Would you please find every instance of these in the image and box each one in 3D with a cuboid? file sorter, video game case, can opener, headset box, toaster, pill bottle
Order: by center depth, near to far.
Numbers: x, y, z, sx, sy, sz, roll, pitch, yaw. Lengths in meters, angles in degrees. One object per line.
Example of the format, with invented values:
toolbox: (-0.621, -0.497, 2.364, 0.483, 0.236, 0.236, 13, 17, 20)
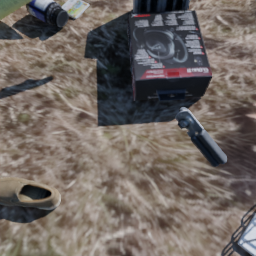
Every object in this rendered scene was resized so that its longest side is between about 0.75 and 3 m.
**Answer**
can opener: (1.074, 0.104, 4.069, 0.981, 0.262, 0.328, 49, 43, -6)
file sorter: (3.825, 2.223, 6.363, 1.407, 1.262, 2.028, 37, 68, 17)
headset box: (1.171, -2.158, 8.655, 2.203, 1.143, 2.961, -4, 64, -2)
toaster: (1.131, -4.542, 9.368, 1.888, 2.088, 1.239, 1, 58, -1)
pill bottle: (-2.829, -4.123, 9.862, 1.402, 0.784, 0.784, 33, 68, 15)
video game case: (-2.011, -4.471, 10.430, 0.776, 0.098, 0.853, 28, 65, 14)

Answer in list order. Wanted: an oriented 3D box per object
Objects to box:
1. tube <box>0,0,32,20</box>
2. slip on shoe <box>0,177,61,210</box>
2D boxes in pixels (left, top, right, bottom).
tube: (-3.786, -4.486, 9.484, 2.694, 0.782, 0.699, -23, 56, 21)
slip on shoe: (-2.691, 1.625, 7.034, 1.949, 0.590, 0.741, 12, 64, 6)
